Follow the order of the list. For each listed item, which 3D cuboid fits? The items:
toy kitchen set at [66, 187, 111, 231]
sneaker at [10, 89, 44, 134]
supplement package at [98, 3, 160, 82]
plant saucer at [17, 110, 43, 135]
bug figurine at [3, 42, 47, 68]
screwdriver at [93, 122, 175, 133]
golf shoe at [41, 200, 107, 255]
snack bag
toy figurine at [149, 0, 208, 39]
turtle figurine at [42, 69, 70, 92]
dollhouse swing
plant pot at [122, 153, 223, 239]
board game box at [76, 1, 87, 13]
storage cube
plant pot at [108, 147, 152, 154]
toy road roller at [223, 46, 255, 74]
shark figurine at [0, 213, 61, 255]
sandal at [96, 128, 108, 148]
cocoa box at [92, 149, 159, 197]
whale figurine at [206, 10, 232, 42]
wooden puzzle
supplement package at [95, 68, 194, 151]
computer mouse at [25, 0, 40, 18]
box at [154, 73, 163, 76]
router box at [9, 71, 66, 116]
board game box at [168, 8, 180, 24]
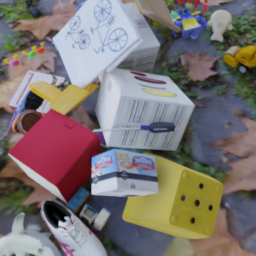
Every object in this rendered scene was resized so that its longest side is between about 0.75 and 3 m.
[{"bbox_3d":[-1.071,2.239,8.105,1.247,0.999,0.734,33,58,9],"label":"toy kitchen set"},{"bbox_3d":[-3.354,-0.661,9.115,0.666,0.640,1.699,17,74,41],"label":"sneaker"},{"bbox_3d":[-0.246,-2.788,10.223,1.705,2.318,2.217,-14,64,-17],"label":"supplement package"},{"bbox_3d":[-2.980,-0.145,8.672,0.870,0.150,0.870,5,80,-33],"label":"plant saucer"},{"bbox_3d":[-3.380,-2.316,9.177,1.485,0.382,1.151,-23,22,3],"label":"bug figurine"},{"bbox_3d":[0.142,-0.003,7.255,2.144,0.312,0.299,0,51,-1],"label":"screwdriver"},{"bbox_3d":[-1.564,2.951,7.700,2.426,1.117,0.881,37,66,18],"label":"golf shoe"},{"bbox_3d":[-1.046,-2.589,8.337,2.665,0.285,2.513,-37,65,24],"label":"snack bag"},{"bbox_3d":[2.431,-4.521,11.994,2.700,1.424,1.618,-16,74,-6],"label":"toy figurine"},{"bbox_3d":[-2.497,-1.442,9.499,0.909,0.937,0.675,-1,34,4],"label":"turtle figurine"},{"bbox_3d":[-1.959,-1.297,8.713,1.437,1.581,1.390,-40,96,14],"label":"dollhouse swing"},{"bbox_3d":[1.292,1.866,7.354,1.964,1.732,1.964,23,76,-19],"label":"plant pot"},{"bbox_3d":[-1.709,-3.813,10.659,0.448,1.762,2.603,13,26,-8],"label":"board game box"},{"bbox_3d":[-2.066,0.877,8.535,2.065,1.765,1.856,30,65,17],"label":"storage cube"},{"bbox_3d":[0.160,1.019,8.731,0.981,1.464,1.464,-21,61,-27],"label":"plant pot"},{"bbox_3d":[4.595,-2.927,11.262,1.286,0.939,0.790,40,67,21],"label":"toy road roller"},{"bbox_3d":[-2.213,3.323,7.592,2.885,1.204,1.724,22,95,21],"label":"shark figurine"},{"bbox_3d":[0.205,0.152,9.594,2.620,0.644,1.066,0,62,-1],"label":"sandal"},{"bbox_3d":[-0.068,1.085,6.481,1.336,0.891,0.876,16,62,-41],"label":"cocoa box"},{"bbox_3d":[4.026,-4.441,12.411,1.120,0.731,1.408,11,84,8],"label":"whale figurine"},{"bbox_3d":[0.705,-4.678,10.107,2.427,0.488,2.623,-4,65,-54],"label":"wooden puzzle"},{"bbox_3d":[0.370,-0.608,8.548,2.233,1.642,2.135,5,31,-21],"label":"supplement package"},{"bbox_3d":[-4.591,-5.793,13.360,0.446,0.259,1.521,-25,62,-13],"label":"computer mouse"},{"bbox_3d":[0.590,-1.263,10.255,1.569,0.959,0.832,-15,63,-10],"label":"box"},{"bbox_3d":[-3.360,-1.259,10.575,1.551,0.422,1.728,13,60,8],"label":"router box"},{"bbox_3d":[1.798,-5.322,13.144,1.392,0.163,0.729,39,64,20],"label":"board game box"}]
